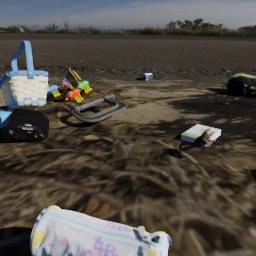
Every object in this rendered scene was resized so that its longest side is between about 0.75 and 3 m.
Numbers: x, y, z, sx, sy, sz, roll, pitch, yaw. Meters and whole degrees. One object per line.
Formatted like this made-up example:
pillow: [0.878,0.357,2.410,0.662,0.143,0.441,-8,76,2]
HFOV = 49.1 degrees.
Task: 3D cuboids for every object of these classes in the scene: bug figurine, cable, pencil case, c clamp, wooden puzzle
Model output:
bug figurine: [-2.534,-1.649,11.797,2.012,0.518,1.560,14,38,34]
cable: [1.651,0.393,6.675,0.247,0.981,0.476,14,53,-31]
pencil case: [-0.358,1.500,3.544,1.736,0.788,0.722,6,47,19]
c clamp: [-1.059,-0.712,9.379,1.815,0.288,2.125,22,35,31]
wooden puzzle: [-2.179,-1.851,10.790,0.133,0.770,1.141,-34,0,-29]

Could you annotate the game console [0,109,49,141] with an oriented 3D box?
game console: [-3.746,-0.197,7.890,2.945,0.355,1.737,6,19,-16]

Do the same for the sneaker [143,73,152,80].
sneaker: [1.120,-2.851,15.356,0.511,0.358,0.885,-5,20,-6]

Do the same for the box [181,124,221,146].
box: [2.039,0.185,7.791,0.735,0.185,1.018,16,25,36]

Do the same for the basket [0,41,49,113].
basket: [-3.423,-1.588,9.165,1.424,2.047,1.805,-11,0,-34]

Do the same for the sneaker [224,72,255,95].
sneaker: [5.394,-1.670,12.039,2.556,0.916,1.058,22,56,44]

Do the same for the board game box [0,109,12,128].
board game box: [-4.880,-0.287,8.662,2.076,0.419,1.588,14,25,31]
